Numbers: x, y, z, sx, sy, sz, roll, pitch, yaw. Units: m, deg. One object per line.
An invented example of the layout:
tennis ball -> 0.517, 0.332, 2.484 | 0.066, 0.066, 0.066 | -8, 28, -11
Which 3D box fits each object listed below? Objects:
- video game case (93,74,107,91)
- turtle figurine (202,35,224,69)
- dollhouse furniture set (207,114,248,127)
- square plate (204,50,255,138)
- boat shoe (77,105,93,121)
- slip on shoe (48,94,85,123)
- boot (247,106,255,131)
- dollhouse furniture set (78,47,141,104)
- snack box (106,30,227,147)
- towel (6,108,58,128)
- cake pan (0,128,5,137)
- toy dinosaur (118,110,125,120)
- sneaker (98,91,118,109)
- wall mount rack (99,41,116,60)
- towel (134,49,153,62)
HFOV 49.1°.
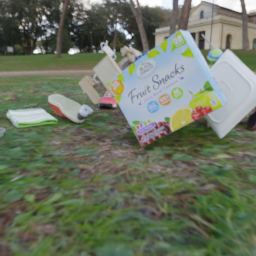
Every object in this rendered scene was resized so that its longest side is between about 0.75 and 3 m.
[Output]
video game case -> -0.853, -2.339, 14.063 | 1.944, 1.390, 0.170 | 2, 56, -30
turtle figurine -> 3.054, -2.003, 10.856 | 2.782, 2.697, 2.002 | 18, 50, 39
dollhouse furniture set -> 4.666, -0.554, 11.775 | 2.353, 1.347, 2.759 | -3, 35, 23
square plate -> 3.002, -1.104, 8.868 | 0.298, 2.074, 2.093 | 10, 40, -42
boat shoe -> -1.723, -0.554, 10.950 | 0.451, 0.427, 1.289 | 38, 13, -9
slip on shoe -> -2.680, -0.752, 12.299 | 0.898, 0.742, 2.424 | -26, 41, -37
boot -> 5.263, -0.350, 10.887 | 1.788, 0.867, 0.668 | -52, 13, -30
dollhouse furniture set -> -0.294, -2.125, 12.440 | 2.516, 1.441, 2.950 | -38, -8, 21
snack box -> 1.045, -1.051, 8.120 | 2.720, 2.294, 0.921 | -29, -1, 30
towel -> -4.170, -0.487, 12.061 | 1.698, 0.349, 2.277 | -10, 18, -30
cake pan -> -4.848, 0.205, 9.745 | 1.056, 0.194, 1.056 | 0, 15, 0
toy dinosaur -> -0.097, -0.508, 11.858 | 0.454, 0.864, 0.784 | -10, -32, 30
sneaker -> -0.971, -1.750, 15.231 | 0.977, 1.150, 2.651 | 4, 16, 14
wall mount rack -> -0.933, -3.620, 13.069 | 0.354, 0.949, 0.825 | -4, 48, 52
towel -> 0.943, -2.428, 9.581 | 1.280, 0.153, 0.927 | -19, -18, 27
